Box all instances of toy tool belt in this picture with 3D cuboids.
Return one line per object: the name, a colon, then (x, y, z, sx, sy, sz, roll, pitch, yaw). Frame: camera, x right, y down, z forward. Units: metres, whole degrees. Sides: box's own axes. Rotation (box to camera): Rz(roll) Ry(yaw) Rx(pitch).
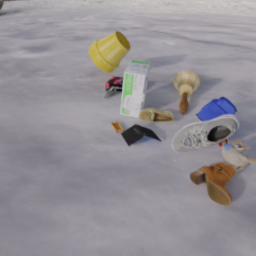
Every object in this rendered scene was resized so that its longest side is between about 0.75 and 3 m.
toy tool belt: (3.988, 0.869, 10.341, 0.911, 0.926, 1.482, -9, 38, 2)

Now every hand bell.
hand bell: (3.027, -1.665, 14.899, 1.500, 1.500, 2.880, 6, 43, 10)

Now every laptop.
laptop: (0.538, 0.413, 11.948, 1.300, 0.753, 1.217, -32, 30, -2)

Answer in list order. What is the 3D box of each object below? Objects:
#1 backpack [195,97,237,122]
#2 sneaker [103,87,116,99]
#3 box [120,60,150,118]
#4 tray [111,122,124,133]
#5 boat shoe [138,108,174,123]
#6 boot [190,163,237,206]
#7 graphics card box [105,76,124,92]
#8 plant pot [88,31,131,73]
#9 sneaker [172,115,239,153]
backpack: (3.982, -0.603, 12.253, 1.374, 1.419, 1.691, 51, 22, 5)
sneaker: (-1.188, -2.006, 16.027, 0.949, 0.361, 0.686, -43, 31, -27)
box: (0.385, -1.956, 13.930, 1.085, 2.243, 1.979, 11, 32, 6)
tray: (-0.502, -0.034, 12.773, 0.372, 0.140, 0.755, -11, 32, -18)
boat shoe: (1.331, -0.554, 13.174, 1.692, 0.620, 0.530, -1, 25, -2)
boot: (3.073, 1.710, 9.172, 1.367, 0.651, 1.766, -16, 32, -23)
graphics card box: (-0.220, -2.610, 16.892, 2.007, 0.511, 1.259, 10, 31, 15)
plant pot: (-1.028, -4.859, 17.485, 2.027, 2.154, 2.154, -33, 14, 31)
sneaker: (2.744, 0.258, 10.369, 2.623, 0.980, 1.076, -28, 6, 26)
